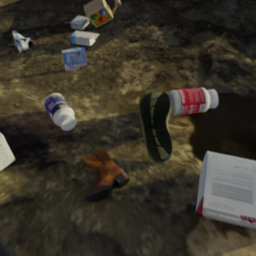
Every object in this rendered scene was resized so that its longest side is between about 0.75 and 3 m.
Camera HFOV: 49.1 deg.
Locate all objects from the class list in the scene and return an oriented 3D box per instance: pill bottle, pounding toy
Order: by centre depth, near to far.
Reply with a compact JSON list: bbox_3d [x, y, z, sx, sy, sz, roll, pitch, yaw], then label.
[{"bbox_3d":[-2.457,-0.565,10.179,0.789,0.789,1.422,-26,53,-22],"label":"pill bottle"},{"bbox_3d":[2.423,-1.005,10.492,1.670,0.938,0.938,-7,48,-6],"label":"pill bottle"},{"bbox_3d":[-1.139,-6.018,14.618,1.748,1.536,0.800,-23,68,16],"label":"pounding toy"}]

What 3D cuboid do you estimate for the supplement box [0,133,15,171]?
[{"bbox_3d":[-4.984,1.051,8.358,1.299,1.327,2.568,31,56,28],"label":"supplement box"}]

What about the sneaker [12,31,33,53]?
[{"bbox_3d":[-5.130,-4.215,13.746,0.789,0.552,1.366,-19,57,-21],"label":"sneaker"}]

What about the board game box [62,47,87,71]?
[{"bbox_3d":[-2.340,-3.003,12.279,0.977,0.982,0.213,-12,51,-10],"label":"board game box"}]

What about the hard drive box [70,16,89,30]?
[{"bbox_3d":[-2.620,-5.692,15.175,0.661,0.326,0.848,18,50,15],"label":"hard drive box"}]

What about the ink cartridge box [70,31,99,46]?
[{"bbox_3d":[-2.116,-4.413,13.871,1.256,0.426,0.723,10,39,10],"label":"ink cartridge box"}]

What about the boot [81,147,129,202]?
[{"bbox_3d":[-0.995,1.359,8.609,1.521,0.553,1.616,-29,53,-24],"label":"boot"}]

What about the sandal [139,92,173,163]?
[{"bbox_3d":[0.946,-0.061,9.815,1.125,0.808,2.832,0,64,2],"label":"sandal"}]

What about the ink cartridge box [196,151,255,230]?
[{"bbox_3d":[3.193,1.965,7.727,2.415,1.013,2.120,12,49,10],"label":"ink cartridge box"}]
